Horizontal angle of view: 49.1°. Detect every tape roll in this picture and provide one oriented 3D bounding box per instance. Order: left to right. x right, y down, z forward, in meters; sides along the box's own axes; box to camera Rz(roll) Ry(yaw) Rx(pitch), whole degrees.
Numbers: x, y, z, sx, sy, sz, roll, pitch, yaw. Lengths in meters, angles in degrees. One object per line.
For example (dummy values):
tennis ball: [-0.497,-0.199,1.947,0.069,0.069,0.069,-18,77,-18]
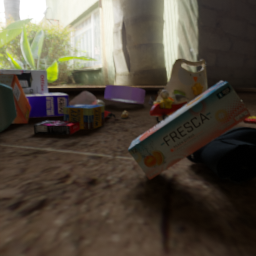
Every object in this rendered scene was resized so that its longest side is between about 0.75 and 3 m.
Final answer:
tape roll: [-0.200,-1.934,16.386,2.333,0.765,2.333,7,0,0]

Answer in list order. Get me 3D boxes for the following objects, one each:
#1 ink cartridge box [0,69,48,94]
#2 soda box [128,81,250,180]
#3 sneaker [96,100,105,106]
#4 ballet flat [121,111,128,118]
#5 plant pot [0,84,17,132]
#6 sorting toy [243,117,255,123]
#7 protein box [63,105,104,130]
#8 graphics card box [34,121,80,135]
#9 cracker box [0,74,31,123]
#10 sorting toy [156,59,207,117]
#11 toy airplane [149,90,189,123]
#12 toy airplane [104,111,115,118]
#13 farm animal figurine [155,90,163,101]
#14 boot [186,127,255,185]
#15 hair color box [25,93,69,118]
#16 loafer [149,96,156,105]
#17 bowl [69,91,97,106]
ink cartridge box: [-5.122,-1.677,12.775,2.723,1.984,1.128,-7,12,-33]
soda box: [0.941,0.037,4.603,1.896,0.648,0.603,-35,4,13]
sneaker: [-1.530,-1.227,14.417,0.680,0.560,1.479,3,11,-6]
ballet flat: [-0.148,-0.567,11.568,0.268,0.246,0.779,1,11,3]
plant pot: [-4.044,-0.585,7.760,1.497,1.502,1.529,7,19,35]
sorting toy: [5.611,-0.382,9.880,2.961,0.501,1.427,9,13,40]
protein box: [-1.461,-0.391,9.362,1.016,0.690,1.023,4,11,21]
graphics card box: [-2.132,-0.009,8.422,1.163,0.296,0.729,0,12,12]
cracker box: [-4.891,-0.924,9.407,2.680,0.773,1.795,0,-33,0]
sorting toy: [2.561,-1.654,11.620,2.620,2.358,1.399,-6,11,-28]
toy airplane: [1.539,-0.907,10.130,1.468,1.036,1.462,-22,4,22]
toy airplane: [-1.418,-0.580,10.804,1.954,0.359,1.954,11,-6,1]
farm animal figurine: [2.435,-1.747,15.581,1.674,0.842,1.352,15,9,9]
boot: [2.005,0.443,4.905,1.701,0.650,1.430,-8,9,-12]
hair color box: [-4.123,-0.943,11.688,2.975,0.964,1.626,-6,12,-25]
loafer: [1.559,-1.613,16.556,0.529,0.490,1.406,-3,11,-16]
bowl: [-1.813,-0.992,11.542,0.979,0.366,0.980,-41,48,-16]
